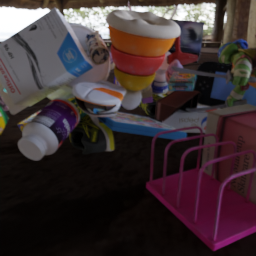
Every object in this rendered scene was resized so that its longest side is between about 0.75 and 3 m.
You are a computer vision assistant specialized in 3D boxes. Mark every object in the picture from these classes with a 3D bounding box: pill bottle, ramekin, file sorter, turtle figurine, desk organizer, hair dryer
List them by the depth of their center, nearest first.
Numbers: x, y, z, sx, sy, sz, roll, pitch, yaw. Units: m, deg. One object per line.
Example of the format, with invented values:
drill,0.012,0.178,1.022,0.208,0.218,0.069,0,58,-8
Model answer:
file sorter,1.364,0.830,4.868,1.317,1.188,1.895,-10,22,-26
pill bottle,-1.663,0.023,5.933,0.794,0.794,1.413,7,39,19
turtle figurine,2.916,-0.759,6.889,2.878,2.071,2.791,-35,57,-23
desk organizer,1.433,-0.663,8.024,0.609,0.567,1.582,20,32,30
ramekin,-1.615,-1.917,8.242,2.409,2.409,1.122,-13,6,-32
hair dryer,1.473,-2.384,8.372,1.419,1.080,0.385,37,6,0
pill bottle,1.070,-1.853,9.383,0.951,0.951,1.588,1,-19,1

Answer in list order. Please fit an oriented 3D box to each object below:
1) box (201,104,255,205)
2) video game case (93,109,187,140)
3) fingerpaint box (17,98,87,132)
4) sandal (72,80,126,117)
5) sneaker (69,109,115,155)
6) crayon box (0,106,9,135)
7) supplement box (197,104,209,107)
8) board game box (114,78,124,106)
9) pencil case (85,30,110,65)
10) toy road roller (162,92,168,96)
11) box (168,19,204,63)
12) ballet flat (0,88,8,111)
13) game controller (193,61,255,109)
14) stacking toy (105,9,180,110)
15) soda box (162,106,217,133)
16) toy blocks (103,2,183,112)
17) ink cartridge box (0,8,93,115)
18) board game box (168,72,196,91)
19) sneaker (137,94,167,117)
box,2.613,0.559,5.227,1.227,1.439,2.251,-10,22,-25
video game case,0.164,-0.145,7.746,1.892,0.235,2.644,9,8,-18
fingerpaint box,-2.060,-0.214,7.530,1.311,0.576,1.571,-38,20,-32
sandal,-0.561,-0.588,6.367,0.930,0.696,2.428,23,15,6
sneaker,-1.230,0.049,7.551,0.936,0.824,2.213,-13,24,-32
crayon box,-3.719,-0.344,6.909,0.484,1.432,1.660,-19,31,4
supplement box,3.222,-1.239,10.858,2.589,0.952,1.632,10,22,27
board game box,-0.093,-1.414,9.971,0.877,1.304,0.292,20,-22,-34
pencil case,-0.817,-2.105,7.339,0.492,0.566,1.265,-5,36,-13
toy road roller,1.076,-2.154,11.664,1.086,1.767,1.290,-52,10,-19
box,1.944,-3.053,9.826,1.227,1.217,0.756,9,-14,7
ballet flat,-5.077,-1.231,11.057,1.066,1.036,2.996,-22,24,-6
game controller,3.178,-1.138,8.138,2.531,1.320,0.533,14,26,21
stacking toy,0.181,-1.611,7.188,1.809,2.476,1.809,8,32,-5
soda box,2.109,-0.264,8.635,2.092,0.666,0.713,1,21,5
toy blocks,0.198,-2.158,8.645,2.616,2.202,2.444,-13,62,-1
ink cartridge box,-2.328,-1.503,6.815,2.513,1.455,0.838,-30,-1,6
board game box,1.410,-1.211,7.252,0.628,0.195,0.832,3,32,18
sneaker,0.809,-0.895,10.069,2.180,0.812,0.922,17,37,37
